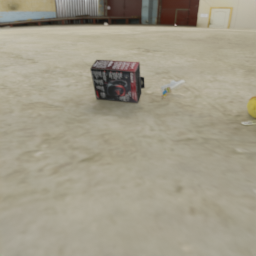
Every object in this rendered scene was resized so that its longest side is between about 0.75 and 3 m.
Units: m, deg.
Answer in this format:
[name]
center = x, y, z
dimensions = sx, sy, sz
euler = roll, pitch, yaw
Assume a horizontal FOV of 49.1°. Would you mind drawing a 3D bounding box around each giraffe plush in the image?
[giraffe plush]
center = 5.941, -1.402, 11.264
dimensions = 2.875, 2.332, 2.481
euler = -13, 28, -26

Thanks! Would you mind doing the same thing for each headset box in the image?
[headset box]
center = -0.413, -2.214, 13.458
dimensions = 2.441, 1.814, 0.916
euler = 7, 44, 15

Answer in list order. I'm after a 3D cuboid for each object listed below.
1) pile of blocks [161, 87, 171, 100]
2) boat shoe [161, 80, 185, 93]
[pile of blocks]
center = 1.753, -1.667, 13.467
dimensions = 0.303, 0.400, 0.975
euler = -21, 19, 40
[boat shoe]
center = 2.350, -2.274, 14.826
dimensions = 1.268, 0.434, 0.456
euler = -26, -14, 13
